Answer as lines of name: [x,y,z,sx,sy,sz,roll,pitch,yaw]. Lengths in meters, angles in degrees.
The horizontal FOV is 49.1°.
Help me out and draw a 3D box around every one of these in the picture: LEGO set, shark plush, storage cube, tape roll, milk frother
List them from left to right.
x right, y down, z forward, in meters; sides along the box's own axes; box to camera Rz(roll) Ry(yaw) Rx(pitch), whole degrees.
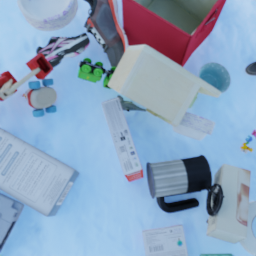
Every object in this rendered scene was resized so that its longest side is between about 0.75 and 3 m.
shark plush: [-0.013,-0.572,8.608,1.093,0.455,0.497,21,120,1]
storage cube: [1.341,-3.472,8.571,2.629,2.364,2.248,36,77,10]
milk frother: [1.460,1.568,7.453,1.634,1.737,1.567,-8,82,-6]
LEGO set: [3.554,0.497,8.151,0.317,0.830,0.341,-18,48,-38]
tape roll: [3.693,2.781,7.734,1.529,0.279,1.529,4,71,-10]

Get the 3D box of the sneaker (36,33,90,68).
sneaker: [-2.110,-2.647,8.935,1.839,0.739,0.794,-32,82,-16]

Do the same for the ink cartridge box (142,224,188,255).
ink cartridge box: [1.081,3.702,7.566,1.158,0.407,1.940,-9,72,0]

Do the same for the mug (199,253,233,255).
mug: [2.108,3.559,6.724,1.334,1.623,1.004,-20,59,37]

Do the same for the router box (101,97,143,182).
router box: [-0.124,0.407,7.679,0.483,1.775,1.977,-18,74,-2]

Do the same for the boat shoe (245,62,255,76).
boat shoe: [4.647,-2.063,9.162,1.576,0.449,0.527,-8,74,-2]

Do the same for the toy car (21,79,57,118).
toy car: [-2.902,-0.959,8.639,1.135,1.004,1.046,7,110,30]

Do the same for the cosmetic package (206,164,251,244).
cosmetic package: [2.687,2.009,7.472,0.792,0.938,1.814,15,62,6]

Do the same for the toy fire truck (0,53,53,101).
toy fire truck: [-3.514,-1.141,8.102,1.738,0.601,2.464,4,46,45]

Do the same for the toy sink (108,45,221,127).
toy sink: [0.918,-1.017,7.733,2.528,1.648,1.416,26,97,-20]

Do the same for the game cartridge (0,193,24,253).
game cartridge: [-4.292,2.990,7.737,1.768,0.536,2.651,25,76,3]

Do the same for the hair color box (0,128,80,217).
hair color box: [-3.053,1.179,8.023,2.924,0.886,1.447,28,76,7]

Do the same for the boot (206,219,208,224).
boot: [2.699,2.573,7.943,1.009,0.377,0.489,13,64,-6]

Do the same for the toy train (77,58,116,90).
toy train: [-0.392,-1.466,8.535,2.394,0.675,0.500,15,48,-18]

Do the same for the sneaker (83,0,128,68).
sneaker: [-0.812,-2.966,8.832,1.170,1.101,2.856,-13,86,-20]

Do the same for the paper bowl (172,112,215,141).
paper bowl: [1.820,-0.063,8.179,1.289,1.289,0.671,20,93,5]

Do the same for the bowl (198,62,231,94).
bowl: [2.637,-1.484,8.900,1.078,0.564,1.078,2,78,-8]

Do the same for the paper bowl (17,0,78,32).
paper bowl: [-2.644,-4.145,9.454,1.906,0.991,1.906,0,75,0]
